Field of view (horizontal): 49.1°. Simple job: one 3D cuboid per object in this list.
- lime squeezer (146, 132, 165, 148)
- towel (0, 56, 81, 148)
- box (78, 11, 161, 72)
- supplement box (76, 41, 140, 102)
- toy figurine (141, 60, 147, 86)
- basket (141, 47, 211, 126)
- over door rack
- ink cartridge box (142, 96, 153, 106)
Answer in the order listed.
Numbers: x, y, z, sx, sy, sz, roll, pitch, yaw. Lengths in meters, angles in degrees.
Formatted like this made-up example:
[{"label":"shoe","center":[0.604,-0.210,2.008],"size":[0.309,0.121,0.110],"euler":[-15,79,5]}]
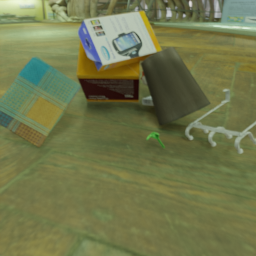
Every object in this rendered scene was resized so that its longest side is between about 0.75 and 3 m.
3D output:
[{"label":"lime squeezer","center":[0.810,0.328,8.848],"size":[0.223,0.417,1.182],"euler":[-8,-19,31]},{"label":"towel","center":[-3.071,-0.914,9.440],"size":[1.938,2.643,0.287],"euler":[34,-20,-14]},{"label":"box","center":[-0.374,-3.205,10.298],"size":[2.990,1.780,0.620],"euler":[-20,-5,-26]},{"label":"supplement box","center":[-0.726,-2.359,12.109],"size":[2.464,2.498,1.659],"euler":[1,71,3]},{"label":"toy figurine","center":[0.250,-3.034,13.704],"size":[2.045,2.013,1.423],"euler":[-2,47,7]},{"label":"basket","center":[1.560,-1.555,10.196],"size":[2.149,2.383,1.621],"euler":[-22,3,45]},{"label":"over door rack","center":[3.613,-0.227,9.624],"size":[2.780,0.926,2.054],"euler":[-40,34,-28]},{"label":"ink cartridge box","center":[1.657,-1.280,12.414],"size":[1.488,0.328,1.516],"euler":[10,25,44]}]
